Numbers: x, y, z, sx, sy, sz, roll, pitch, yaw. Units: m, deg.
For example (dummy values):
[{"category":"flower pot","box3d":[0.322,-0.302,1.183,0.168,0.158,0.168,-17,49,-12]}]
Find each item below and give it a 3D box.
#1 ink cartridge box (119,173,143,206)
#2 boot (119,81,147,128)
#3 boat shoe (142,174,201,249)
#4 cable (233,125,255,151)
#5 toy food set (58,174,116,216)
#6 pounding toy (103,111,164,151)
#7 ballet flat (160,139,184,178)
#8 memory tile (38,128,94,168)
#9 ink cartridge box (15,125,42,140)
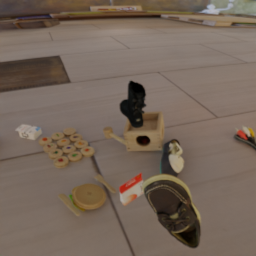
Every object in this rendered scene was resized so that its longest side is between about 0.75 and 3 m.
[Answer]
[{"category":"ink cartridge box","box3d":[0.151,1.911,8.665,0.850,1.049,0.263,-30,60,-19]},{"category":"boot","box3d":[0.137,-0.956,9.649,0.628,1.392,1.698,-12,38,-14]},{"category":"boat shoe","box3d":[1.233,2.107,6.857,1.004,2.743,0.889,-28,39,16]},{"category":"cable","box3d":[5.913,0.630,13.396,1.065,0.552,2.193,-8,33,-13]},{"category":"toy food set","box3d":[-1.498,2.586,10.541,1.953,0.392,1.348,-22,45,-40]},{"category":"pounding toy","box3d":[0.245,0.442,13.196,2.728,1.248,2.396,-3,36,13]},{"category":"ballet flat","box3d":[1.886,1.305,11.831,0.965,0.965,2.640,5,30,7]},{"category":"memory tile","box3d":[-2.962,0.859,13.350,2.017,0.221,2.631,-20,37,-29]},{"category":"ink cartridge box","box3d":[-5.063,0.212,14.226,1.122,0.381,0.651,11,34,16]}]
